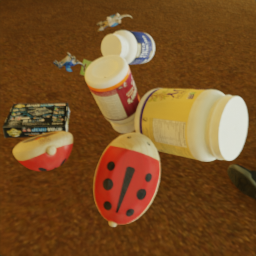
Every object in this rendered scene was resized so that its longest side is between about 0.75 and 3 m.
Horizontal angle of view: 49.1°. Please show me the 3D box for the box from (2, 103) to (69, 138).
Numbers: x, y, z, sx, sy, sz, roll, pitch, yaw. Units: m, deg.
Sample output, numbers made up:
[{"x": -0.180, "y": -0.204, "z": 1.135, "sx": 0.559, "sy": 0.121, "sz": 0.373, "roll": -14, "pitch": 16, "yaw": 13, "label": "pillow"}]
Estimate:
[{"x": -3.335, "y": -0.317, "z": 10.429, "sx": 2.155, "sy": 0.496, "sz": 1.713, "roll": -2, "pitch": 33, "yaw": -7, "label": "box"}]

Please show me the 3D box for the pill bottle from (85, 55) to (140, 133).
[{"x": -0.366, "y": -1.025, "z": 9.356, "sx": 1.391, "sy": 2.540, "sz": 1.391, "roll": -10, "pitch": 50, "yaw": 12, "label": "pill bottle"}]

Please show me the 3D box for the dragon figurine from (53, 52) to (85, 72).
[{"x": -2.104, "y": -2.246, "z": 9.933, "sx": 0.638, "sy": 1.283, "sz": 0.378, "roll": -48, "pitch": 71, "yaw": 11, "label": "dragon figurine"}]

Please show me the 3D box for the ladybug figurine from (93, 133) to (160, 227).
[{"x": -0.029, "y": 1.398, "z": 7.621, "sx": 1.803, "sy": 0.955, "sz": 2.656, "roll": 14, "pitch": 83, "yaw": 0, "label": "ladybug figurine"}]

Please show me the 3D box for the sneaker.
[{"x": 4.891, "y": 1.946, "z": 10.220, "sx": 2.397, "sy": 0.916, "sz": 1.373, "roll": 32, "pitch": 49, "yaw": 26, "label": "sneaker"}]

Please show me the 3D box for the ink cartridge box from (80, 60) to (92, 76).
[{"x": -1.444, "y": -2.575, "z": 12.890, "sx": 1.427, "sy": 0.741, "sz": 0.423, "roll": 25, "pitch": 23, "yaw": 16, "label": "ink cartridge box"}]

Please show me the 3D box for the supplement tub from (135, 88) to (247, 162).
[{"x": 1.860, "y": -0.142, "z": 8.576, "sx": 2.880, "sy": 2.094, "sz": 2.094, "roll": 9, "pitch": 38, "yaw": 44, "label": "supplement tub"}]

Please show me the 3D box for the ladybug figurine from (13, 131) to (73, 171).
[{"x": -2.394, "y": 0.681, "z": 8.108, "sx": 1.686, "sy": 0.893, "sz": 2.484, "roll": -18, "pitch": 7, "yaw": -20, "label": "ladybug figurine"}]

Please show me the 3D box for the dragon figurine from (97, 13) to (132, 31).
[{"x": -0.646, "y": -4.684, "z": 12.238, "sx": 1.532, "sy": 0.451, "sz": 0.762, "roll": -27, "pitch": 20, "yaw": -10, "label": "dragon figurine"}]

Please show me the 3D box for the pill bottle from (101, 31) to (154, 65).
[{"x": -0.005, "y": -3.648, "z": 12.814, "sx": 1.492, "sy": 1.492, "sz": 2.687, "roll": 25, "pitch": 26, "yaw": 25, "label": "pill bottle"}]
